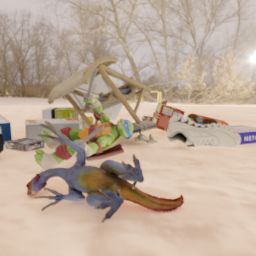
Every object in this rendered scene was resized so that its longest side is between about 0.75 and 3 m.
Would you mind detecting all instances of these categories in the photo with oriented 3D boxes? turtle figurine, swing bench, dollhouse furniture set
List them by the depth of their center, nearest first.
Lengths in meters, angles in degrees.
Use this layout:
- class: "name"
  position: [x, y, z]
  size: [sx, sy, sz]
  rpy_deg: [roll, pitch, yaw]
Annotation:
- class: "turtle figurine"
  position: [-1.236, -0.051, 6.693]
  size: [2.359, 1.751, 2.433]
  rpy_deg: [-22, -20, 15]
- class: "swing bench"
  position: [-1.161, -1.328, 11.152]
  size: [2.831, 1.837, 2.816]
  rpy_deg: [37, -33, -31]
- class: "dollhouse furniture set"
  position: [-2.218, -0.343, 15.861]
  size: [1.058, 0.691, 0.999]
  rpy_deg: [-6, 9, -42]

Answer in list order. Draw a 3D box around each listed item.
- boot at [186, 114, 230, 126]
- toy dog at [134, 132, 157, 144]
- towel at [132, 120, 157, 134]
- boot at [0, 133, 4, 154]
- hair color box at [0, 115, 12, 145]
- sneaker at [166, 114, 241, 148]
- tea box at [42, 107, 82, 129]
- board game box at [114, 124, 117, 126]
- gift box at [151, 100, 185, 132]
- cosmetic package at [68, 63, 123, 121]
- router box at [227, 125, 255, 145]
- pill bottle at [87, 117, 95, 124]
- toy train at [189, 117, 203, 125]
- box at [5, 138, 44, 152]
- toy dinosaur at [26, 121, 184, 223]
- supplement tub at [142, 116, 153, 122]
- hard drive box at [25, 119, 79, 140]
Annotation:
- class: "boot"
  position: [4.013, -0.172, 14.277]
  size: [1.272, 0.890, 2.372]
  rpy_deg: [2, 11, -34]
- class: "toy dog"
  position: [0.674, 0.359, 11.024]
  size: [0.947, 0.456, 0.625]
  rpy_deg: [3, 8, 29]
- class: "towel"
  position: [-0.101, 0.015, 11.227]
  size: [2.337, 0.419, 2.427]
  rpy_deg: [-13, 3, -1]
- class: "boot"
  position: [-4.347, 0.491, 7.163]
  size: [2.866, 1.094, 2.408]
  rpy_deg: [-2, 8, 43]
- class: "hair color box"
  position: [-5.622, 0.026, 10.988]
  size: [1.445, 0.875, 2.890]
  rpy_deg: [-8, 15, -33]
- class: "sneaker"
  position: [2.610, 0.343, 9.986]
  size: [2.593, 0.974, 1.051]
  rpy_deg: [13, 45, 20]
- class: "tea box"
  position: [-3.285, -0.417, 14.220]
  size: [1.770, 1.202, 1.799]
  rpy_deg: [0, 8, -5]
- class: "board game box"
  position: [-0.700, -0.084, 15.894]
  size: [1.221, 0.172, 0.826]
  rpy_deg: [-4, 8, -27]
- class: "gift box"
  position: [1.985, -0.552, 13.639]
  size: [1.375, 1.490, 1.391]
  rpy_deg: [22, 6, -5]
- class: "cosmetic package"
  position: [-1.546, -1.817, 14.458]
  size: [2.310, 1.933, 1.921]
  rpy_deg: [17, 17, -39]
- class: "router box"
  position: [4.646, 0.259, 11.628]
  size: [2.059, 0.503, 1.848]
  rpy_deg: [-3, 8, -24]
- class: "pill bottle"
  position: [-2.332, -0.375, 16.548]
  size: [1.058, 0.589, 0.589]
  rpy_deg: [-3, 8, -27]
- class: "toy train"
  position: [2.961, -0.115, 13.566]
  size: [1.357, 0.785, 0.574]
  rpy_deg: [1, 6, 5]
- class: "box"
  position: [-3.651, 0.588, 9.901]
  size: [1.073, 0.267, 0.846]
  rpy_deg: [5, 9, 30]
- class: "toy dinosaur"
  position: [-0.774, 1.096, 4.921]
  size: [2.507, 1.316, 2.275]
  rpy_deg: [39, -28, -23]
- class: "supplement tub"
  position: [1.355, -0.532, 18.313]
  size: [0.864, 0.462, 0.462]
  rpy_deg: [7, 10, 38]
- class: "hard drive box"
  position: [-3.204, 0.099, 11.734]
  size: [2.093, 0.804, 1.631]
  rpy_deg: [-2, 8, -21]
